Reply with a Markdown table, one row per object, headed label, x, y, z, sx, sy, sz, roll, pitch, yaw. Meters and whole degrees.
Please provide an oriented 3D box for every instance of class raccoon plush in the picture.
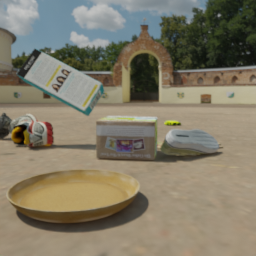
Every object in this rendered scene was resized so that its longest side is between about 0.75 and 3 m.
| label | x | y | z | sx | sy | sz | roll | pitch | yaw |
| --- | --- | --- | --- | --- | --- | --- | --- | --- | --- |
| raccoon plush | -5.562 | 0.019 | 11.692 | 1.561 | 0.755 | 1.046 | -34 | -15 | -33 |

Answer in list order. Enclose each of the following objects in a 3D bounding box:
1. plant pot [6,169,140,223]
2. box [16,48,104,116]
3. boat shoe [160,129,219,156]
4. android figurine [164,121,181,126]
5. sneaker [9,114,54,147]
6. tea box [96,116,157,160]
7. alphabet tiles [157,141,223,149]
| label | x | y | z | sx | sy | sz | roll | pitch | yaw |
| --- | --- | --- | --- | --- | --- | --- | --- | --- | --- |
| plant pot | -0.906 | 1.138 | 4.883 | 2.217 | 0.305 | 2.217 | -1 | 7 | 0 |
| box | -2.429 | -1.643 | 10.153 | 2.915 | 1.199 | 0.716 | 29 | -11 | 9 |
| boat shoe | 1.925 | 0.494 | 8.759 | 2.198 | 0.791 | 0.682 | 9 | -43 | -33 |
| android figurine | 2.843 | -0.293 | 18.033 | 1.041 | 0.235 | 1.144 | -2 | 8 | -18 |
| sneaker | -3.986 | 0.082 | 10.719 | 1.174 | 1.113 | 2.858 | -7 | 9 | -42 |
| tea box | 0.026 | 0.267 | 8.747 | 1.728 | 1.154 | 1.700 | 1 | 7 | 8 |
| alphabet tiles | 2.121 | 0.633 | 10.378 | 2.516 | 0.080 | 2.094 | -4 | 7 | -35 |
